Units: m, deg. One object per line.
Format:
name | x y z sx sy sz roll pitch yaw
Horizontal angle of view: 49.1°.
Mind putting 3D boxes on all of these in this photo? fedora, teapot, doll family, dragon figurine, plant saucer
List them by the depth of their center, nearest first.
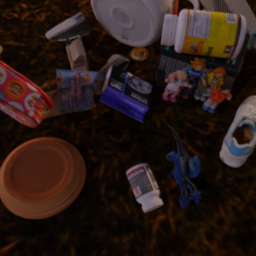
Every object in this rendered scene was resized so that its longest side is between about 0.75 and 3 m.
dragon figurine | 1.486 0.993 7.394 0.631 1.067 2.145 -3 94 -15
plant saucer | -2.457 1.270 7.889 2.464 0.461 2.464 0 57 1
doll family | 2.055 -1.374 8.251 2.139 1.328 0.964 13 53 -12
teapot | 0.397 -4.426 9.567 2.955 2.994 2.187 0 52 55
fedora | 0.416 -2.916 10.739 0.763 0.311 0.763 0 57 0

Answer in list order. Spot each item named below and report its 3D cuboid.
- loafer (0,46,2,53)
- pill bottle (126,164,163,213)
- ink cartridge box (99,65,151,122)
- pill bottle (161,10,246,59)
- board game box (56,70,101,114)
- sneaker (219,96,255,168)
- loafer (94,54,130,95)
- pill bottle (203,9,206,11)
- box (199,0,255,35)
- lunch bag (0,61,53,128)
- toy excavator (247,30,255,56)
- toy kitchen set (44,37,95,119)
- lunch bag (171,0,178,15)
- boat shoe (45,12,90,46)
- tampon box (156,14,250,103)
loafer | -5.118 -2.846 10.674 0.372 0.335 0.982 2 57 1
pill bottle | 0.419 1.502 7.023 0.628 0.628 1.085 -18 67 -12
ink cartridge box | -0.026 -1.134 9.000 1.569 0.344 1.584 25 48 -17
pill bottle | 2.116 -2.735 8.129 2.223 1.214 1.214 8 57 5
board game box | -1.442 -1.172 8.310 1.310 0.404 1.311 -8 72 7
sneaker | 3.641 -0.075 8.412 1.012 1.069 2.646 24 59 17
loafer | -0.576 -1.887 9.841 0.680 0.682 1.950 16 57 20
pill bottle | 3.398 -3.924 10.967 0.848 0.848 1.497 -9 70 -6
box | 3.242 -4.086 9.353 0.863 2.525 1.037 -48 27 3
lunch bag | -3.046 -0.824 7.121 2.094 1.844 0.858 38 69 -18
toy excavator | 4.783 -3.597 10.999 1.689 0.867 1.737 -16 44 -9
toy kitchen set | -2.197 -1.755 8.935 1.882 1.702 2.087 -15 66 -8
lunch bag | 0.908 -5.904 12.312 2.372 1.103 2.693 -6 56 2
boat shoe | -2.271 -3.464 10.341 0.909 0.819 2.572 -43 27 -23
tampon box | 2.494 -2.370 9.584 2.515 1.588 1.885 21 60 12
